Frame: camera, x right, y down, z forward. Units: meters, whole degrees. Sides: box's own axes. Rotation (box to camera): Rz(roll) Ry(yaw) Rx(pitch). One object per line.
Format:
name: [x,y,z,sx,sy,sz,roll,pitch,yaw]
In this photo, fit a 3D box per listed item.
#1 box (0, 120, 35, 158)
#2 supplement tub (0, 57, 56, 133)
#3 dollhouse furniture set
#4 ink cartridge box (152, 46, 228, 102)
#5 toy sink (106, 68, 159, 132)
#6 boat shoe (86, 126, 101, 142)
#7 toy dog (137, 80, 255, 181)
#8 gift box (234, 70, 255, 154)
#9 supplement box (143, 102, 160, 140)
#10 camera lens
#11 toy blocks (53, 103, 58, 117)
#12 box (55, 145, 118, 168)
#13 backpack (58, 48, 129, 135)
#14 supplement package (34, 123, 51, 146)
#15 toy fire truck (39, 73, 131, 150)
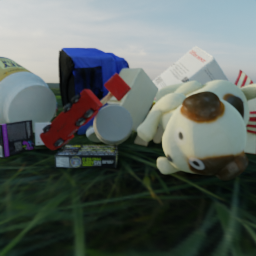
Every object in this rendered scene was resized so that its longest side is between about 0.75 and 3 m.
box: [-2.763,0.241,6.915,0.196,0.774,1.083,0,7,23]
supplement tub: [-4.229,-1.239,10.338,2.965,2.141,2.141,31,26,34]
dollhouse furniture set: [1.164,0.347,8.053,1.211,1.038,1.274,10,-21,48]
ink cartridge box: [2.012,-1.533,10.557,2.824,1.186,2.054,-39,26,13]
toy sink: [0.025,-0.821,8.324,0.900,1.607,1.047,8,-25,44]
boat shoe: [-0.632,0.004,8.362,0.652,0.641,1.808,-33,-18,29]
toy dog: [1.387,0.041,4.954,2.372,1.707,2.447,-13,11,20]
gift box: [2.770,-0.472,7.611,1.911,2.072,1.934,0,8,37]
supplement box: [1.018,-0.257,9.071,1.097,1.112,0.738,-7,11,-37]
camera lens: [-0.365,-0.053,6.721,0.913,0.913,1.142,-1,-5,-5]
toy blocks: [-4.451,-1.003,13.900,1.902,1.391,2.783,12,16,10]
box: [-0.863,0.610,6.126,1.254,0.278,1.004,0,8,-1]
backpack: [-1.151,-1.196,9.629,2.331,2.777,2.257,-3,23,-16]
supplement package: [-2.246,0.155,7.707,0.586,0.584,1.000,-2,1,-15]
toy fire truck: [-0.916,-0.378,6.261,2.011,0.490,1.418,-43,-4,14]
